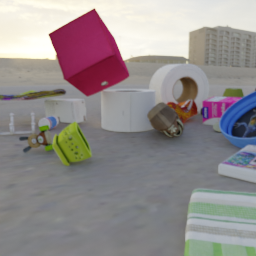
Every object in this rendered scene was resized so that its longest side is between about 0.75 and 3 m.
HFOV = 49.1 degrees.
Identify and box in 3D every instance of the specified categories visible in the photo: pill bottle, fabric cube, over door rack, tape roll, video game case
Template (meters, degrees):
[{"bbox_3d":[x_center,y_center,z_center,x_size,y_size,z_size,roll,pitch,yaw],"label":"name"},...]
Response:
[{"bbox_3d":[-3.159,-0.204,11.272,0.506,0.506,0.902,3,12,14],"label":"pill bottle"},{"bbox_3d":[-1.342,-2.604,10.167,1.955,1.993,1.986,-24,-15,9],"label":"fabric cube"},{"bbox_3d":[-4.480,-0.243,10.898,1.651,0.744,2.235,-3,12,-18],"label":"over door rack"},{"bbox_3d":[2.621,-2.000,14.694,2.669,2.669,1.833,-3,11,-13],"label":"tape roll"},{"bbox_3d":[3.612,0.910,6.303,2.427,0.288,2.209,10,15,38],"label":"video game case"},{"bbox_3d":[0.007,-0.772,11.449,2.238,1.537,2.238,0,11,0],"label":"tape roll"}]

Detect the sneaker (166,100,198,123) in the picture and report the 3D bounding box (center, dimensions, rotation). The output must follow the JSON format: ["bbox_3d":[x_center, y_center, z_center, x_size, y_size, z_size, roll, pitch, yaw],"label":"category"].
[{"bbox_3d":[2.077,-0.580,12.591,1.151,1.089,2.985,-21,-7,39],"label":"sneaker"}]

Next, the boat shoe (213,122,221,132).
[{"bbox_3d":[3.943,-0.042,10.754,1.376,0.503,0.431,-10,-28,2],"label":"boat shoe"}]

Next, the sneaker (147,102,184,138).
[{"bbox_3d":[1.418,-0.052,9.823,1.028,1.103,2.920,-41,-16,11],"label":"sneaker"}]

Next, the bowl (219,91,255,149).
[{"bbox_3d":[4.284,-0.371,8.640,2.840,0.557,2.840,-30,20,12],"label":"bowl"}]

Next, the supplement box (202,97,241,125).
[{"bbox_3d":[4.327,-0.667,11.786,2.135,1.081,1.104,9,22,44],"label":"supplement box"}]

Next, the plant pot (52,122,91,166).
[{"bbox_3d":[-1.441,0.425,7.051,0.735,0.806,0.810,-27,22,-2],"label":"plant pot"}]

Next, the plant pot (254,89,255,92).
[{"bbox_3d":[6.798,-0.942,11.543,2.382,2.226,2.226,9,10,-12],"label":"plant pot"}]

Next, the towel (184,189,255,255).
[{"bbox_3d":[1.563,1.424,3.951,1.448,0.298,1.940,1,13,16],"label":"towel"}]

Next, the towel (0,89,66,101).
[{"bbox_3d":[-4.301,-1.476,12.382,2.827,0.322,2.030,5,16,41],"label":"towel"}]

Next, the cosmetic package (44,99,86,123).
[{"bbox_3d":[-2.855,-0.793,12.682,1.991,1.012,0.737,4,15,38],"label":"cosmetic package"}]

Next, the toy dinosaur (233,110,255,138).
[{"bbox_3d":[3.750,-0.008,8.362,1.043,0.946,0.548,5,24,-11],"label":"toy dinosaur"}]

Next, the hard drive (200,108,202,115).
[{"bbox_3d":[5.324,-0.970,15.243,1.840,0.434,2.636,8,14,36],"label":"hard drive"}]

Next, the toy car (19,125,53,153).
[{"bbox_3d":[-2.635,0.369,8.004,0.868,0.713,0.685,-15,3,-9],"label":"toy car"}]

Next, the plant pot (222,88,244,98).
[{"bbox_3d":[4.857,-1.065,12.991,1.413,1.510,1.413,0,11,0],"label":"plant pot"}]
